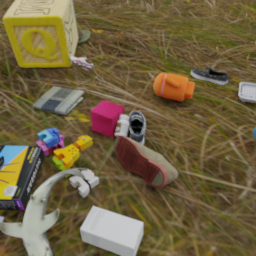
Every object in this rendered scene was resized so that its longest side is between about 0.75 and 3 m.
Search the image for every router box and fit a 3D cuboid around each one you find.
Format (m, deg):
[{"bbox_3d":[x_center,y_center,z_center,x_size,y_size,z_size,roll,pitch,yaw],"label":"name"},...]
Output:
[{"bbox_3d":[-3.622,1.427,8.440,1.598,0.547,2.142,1,38,1],"label":"router box"}]

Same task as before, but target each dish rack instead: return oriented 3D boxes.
[{"bbox_3d":[5.518,-1.478,12.331,1.278,0.324,1.489,12,40,16],"label":"dish rack"}]

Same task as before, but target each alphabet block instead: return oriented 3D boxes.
[{"bbox_3d":[-4.331,-5.096,14.613,2.851,2.836,2.904,-2,45,2],"label":"alphabet block"}]

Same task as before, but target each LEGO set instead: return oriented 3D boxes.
[{"bbox_3d":[-1.808,0.706,8.894,1.180,1.097,2.875,-31,49,-28],"label":"LEGO set"}]

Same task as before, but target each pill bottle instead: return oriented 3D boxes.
[{"bbox_3d":[-0.203,-0.054,10.056,0.442,0.442,0.772,8,77,10],"label":"pill bottle"}]

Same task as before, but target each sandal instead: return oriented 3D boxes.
[{"bbox_3d":[-3.234,-5.577,17.213,1.008,0.724,2.538,21,43,25],"label":"sandal"}]

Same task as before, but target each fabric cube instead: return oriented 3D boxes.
[{"bbox_3d":[-0.740,-0.349,10.415,0.927,0.912,0.930,18,41,22],"label":"fabric cube"}]

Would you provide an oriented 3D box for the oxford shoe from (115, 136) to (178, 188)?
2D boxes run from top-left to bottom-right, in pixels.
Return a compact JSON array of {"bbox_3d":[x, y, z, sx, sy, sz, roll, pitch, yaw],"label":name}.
[{"bbox_3d":[0.505,1.022,8.937,0.923,0.869,2.468,-4,33,-44],"label":"oxford shoe"}]

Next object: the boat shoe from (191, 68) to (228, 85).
[{"bbox_3d":[3.924,-2.612,13.534,1.839,0.609,0.643,27,46,30],"label":"boat shoe"}]

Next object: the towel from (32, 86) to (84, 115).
[{"bbox_3d":[-2.950,-1.180,12.056,1.665,0.299,1.729,11,41,18],"label":"towel"}]

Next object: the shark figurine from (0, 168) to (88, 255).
[{"bbox_3d":[-2.113,2.037,7.185,1.562,1.091,2.614,17,68,5],"label":"shark figurine"}]

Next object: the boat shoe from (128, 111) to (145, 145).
[{"bbox_3d":[0.307,-0.152,10.365,0.694,0.656,1.935,2,38,3],"label":"boat shoe"}]

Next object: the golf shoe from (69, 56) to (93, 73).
[{"bbox_3d":[-2.322,-3.297,13.985,1.284,0.591,0.466,30,14,5],"label":"golf shoe"}]

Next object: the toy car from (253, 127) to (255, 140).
[{"bbox_3d":[6.013,0.215,9.018,2.561,2.265,2.361,8,24,-18],"label":"toy car"}]

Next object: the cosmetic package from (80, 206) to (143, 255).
[{"bbox_3d":[-0.388,2.579,6.939,1.401,0.594,0.754,15,42,17],"label":"cosmetic package"}]

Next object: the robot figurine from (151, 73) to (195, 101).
[{"bbox_3d":[1.877,-1.756,11.930,1.815,1.058,1.305,14,29,13],"label":"robot figurine"}]

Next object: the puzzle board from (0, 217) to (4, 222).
[{"bbox_3d":[-3.703,2.658,7.269,0.643,0.074,0.853,3,38,3],"label":"puzzle board"}]
